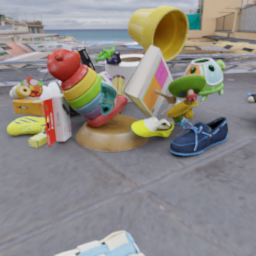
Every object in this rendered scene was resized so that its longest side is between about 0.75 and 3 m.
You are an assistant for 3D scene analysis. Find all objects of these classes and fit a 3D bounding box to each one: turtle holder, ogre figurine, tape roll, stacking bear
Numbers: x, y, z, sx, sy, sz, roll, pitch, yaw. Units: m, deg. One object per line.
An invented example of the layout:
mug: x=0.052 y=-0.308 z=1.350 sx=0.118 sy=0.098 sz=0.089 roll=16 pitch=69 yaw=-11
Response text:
turtle holder: x=3.096 y=-1.977 z=10.925 sx=1.938 sy=1.376 sz=1.472 roll=-13 pitch=25 yaw=-4
ogre figurine: x=-0.937 y=-3.103 z=11.832 sx=1.014 sy=0.497 sz=0.608 roll=-18 pitch=26 yaw=-11
tape roll: x=0.198 y=-2.776 z=15.313 sx=2.842 sy=1.951 sz=2.842 roll=-2 pitch=27 yaw=1
stacking bear: x=-1.599 y=-1.496 z=9.621 sx=1.590 sy=2.796 sz=1.698 roll=-47 pitch=32 yaw=-11

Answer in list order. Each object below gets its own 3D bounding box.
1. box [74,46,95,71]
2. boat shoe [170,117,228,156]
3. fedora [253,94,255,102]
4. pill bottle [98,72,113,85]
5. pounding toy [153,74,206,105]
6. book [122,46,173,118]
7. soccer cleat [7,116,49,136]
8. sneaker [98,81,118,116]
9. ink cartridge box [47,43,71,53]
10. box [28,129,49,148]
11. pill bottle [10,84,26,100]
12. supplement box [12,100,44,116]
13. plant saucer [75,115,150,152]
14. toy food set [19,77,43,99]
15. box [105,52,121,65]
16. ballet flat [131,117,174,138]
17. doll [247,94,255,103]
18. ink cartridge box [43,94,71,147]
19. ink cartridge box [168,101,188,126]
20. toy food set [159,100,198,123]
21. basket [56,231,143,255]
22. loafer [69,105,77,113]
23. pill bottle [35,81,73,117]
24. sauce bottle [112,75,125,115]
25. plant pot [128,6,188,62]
box: x=-2.202 y=-2.872 z=12.408 sx=1.167 sy=1.176 sz=0.292 roll=-18 pitch=44 yaw=7
boat shoe: x=2.432 y=0.181 z=9.714 sx=2.679 sy=0.919 sz=1.127 roll=-20 pitch=29 yaw=-39
fedora: x=6.243 y=-0.611 z=11.160 sx=2.784 sy=1.272 sz=2.784 roll=1 pitch=21 yaw=0
pill bottle: x=-0.878 y=-1.784 z=13.446 sx=1.685 sy=0.939 sz=0.939 roll=50 pitch=41 yaw=11
pounding toy: x=1.867 y=-1.086 z=9.400 sx=1.647 sy=0.764 sz=1.272 roll=-21 pitch=-21 yaw=33
book: x=0.891 y=-1.507 z=10.129 sx=0.646 sy=1.797 sz=2.689 roll=27 pitch=-5 yaw=23
soccer cleat: x=-3.518 y=-0.047 z=10.653 sx=2.033 sy=0.657 sz=0.850 roll=-9 pitch=29 yaw=-21
sneaker: x=-0.521 y=-0.711 z=6.946 sx=0.441 sy=1.137 sz=0.453 roll=24 pitch=61 yaw=15
ink cartridge box: x=-2.973 y=-3.531 z=12.839 sx=0.910 sy=0.269 sz=1.136 roll=1 pitch=-3 yaw=27
box: x=-3.073 y=0.366 z=10.132 sx=0.406 sy=0.270 sz=1.079 roll=9 pitch=25 yaw=22
pill bottle: x=-4.496 y=-1.517 z=11.752 sx=1.070 sy=0.604 sz=0.604 roll=-13 pitch=11 yaw=38
supplement box: x=-3.867 y=-0.830 z=11.283 sx=1.636 sy=0.544 sz=0.563 roll=5 pitch=19 yaw=24
plant saucer: x=-0.570 y=0.051 z=10.595 sx=2.831 sy=0.501 sz=2.831 roll=0 pitch=22 yaw=0
toy food set: x=-3.577 y=-1.470 z=10.376 sx=0.860 sy=0.851 sz=0.209 roll=13 pitch=-27 yaw=-21
box: x=-0.760 y=-3.443 z=13.889 sx=0.786 sy=0.555 sz=0.310 roll=11 pitch=39 yaw=36
ballet flat: x=0.917 y=-0.055 z=9.701 sx=2.002 sy=0.671 sz=0.669 roll=6 pitch=48 yaw=-49
doll: x=6.881 y=-1.610 z=14.778 sx=1.575 sy=0.382 sz=1.074 roll=-15 pitch=29 yaw=-32
ink cartridge box: x=-2.424 y=-0.291 z=9.715 sx=0.352 sy=1.618 sz=1.404 roll=0 pitch=15 yaw=8
ink cartridge box: x=2.125 y=-0.634 z=11.765 sx=0.633 sy=0.863 sz=0.630 roll=16 pitch=27 yaw=34
toy food set: x=2.044 y=-0.560 z=10.626 sx=1.048 sy=0.582 sz=1.781 roll=-41 pitch=13 yaw=-12
basket: x=-0.321 y=2.673 z=2.707 sx=2.433 sy=1.919 sz=2.760 roll=-9 pitch=50 yaw=-18
loafer: x=-1.560 y=-0.981 z=11.601 sx=2.439 sy=0.888 sz=0.882 roll=6 pitch=-29 yaw=-41
pill bottle: x=-2.709 y=-1.377 z=12.659 sx=2.694 sy=1.534 sz=1.534 roll=-15 pitch=27 yaw=-27
sauce bottle: x=-0.453 y=-1.370 z=11.956 sx=0.581 sy=1.797 sz=0.581 roll=4 pitch=-20 yaw=1
plant pot: x=0.992 y=-3.674 z=10.603 sx=1.898 sy=1.898 sz=1.785 roll=-17 pitch=37 yaw=-36
